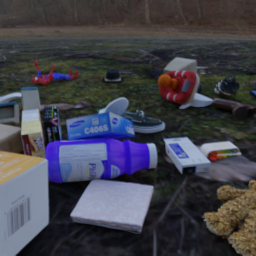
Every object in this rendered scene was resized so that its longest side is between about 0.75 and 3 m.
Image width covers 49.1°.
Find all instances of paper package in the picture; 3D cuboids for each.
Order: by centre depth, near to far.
[{"bbox_3d":[-3.740,0.445,7.747,1.241,0.674,1.302,9,25,22],"label":"paper package"}]

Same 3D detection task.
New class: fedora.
[{"bbox_3d":[-0.895,-3.067,16.338,1.399,0.639,1.399,0,23,0],"label":"fedora"}]

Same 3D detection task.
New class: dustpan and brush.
[{"bbox_3d":[2.731,-1.096,11.962,1.577,0.451,1.101,-12,33,-42],"label":"dustpan and brush"}]

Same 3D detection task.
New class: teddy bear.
[{"bbox_3d":[2.317,1.531,5.110,2.058,0.687,1.492,-9,26,-20],"label":"teddy bear"}]

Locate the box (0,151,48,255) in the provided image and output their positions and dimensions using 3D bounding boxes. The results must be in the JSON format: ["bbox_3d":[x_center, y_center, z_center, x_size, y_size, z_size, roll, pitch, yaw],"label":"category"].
[{"bbox_3d":[-2.994,1.187,4.684,2.758,1.344,1.716,7,14,15],"label":"box"}]

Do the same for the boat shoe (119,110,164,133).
[{"bbox_3d":[0.309,-0.262,9.438,1.865,0.662,0.672,5,23,3],"label":"boat shoe"}]

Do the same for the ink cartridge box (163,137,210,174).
[{"bbox_3d":[1.531,0.714,7.593,0.767,0.302,1.542,-4,24,-9],"label":"ink cartridge box"}]

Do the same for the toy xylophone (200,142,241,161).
[{"bbox_3d":[2.560,0.668,7.710,1.141,0.287,0.836,-2,22,-4],"label":"toy xylophone"}]

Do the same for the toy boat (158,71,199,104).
[{"bbox_3d":[1.909,-1.865,11.977,1.402,1.400,2.145,17,4,-24],"label":"toy boat"}]

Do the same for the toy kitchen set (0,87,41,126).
[{"bbox_3d":[-4.140,-0.848,8.903,2.395,1.411,1.919,-10,-8,-21],"label":"toy kitchen set"}]

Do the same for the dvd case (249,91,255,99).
[{"bbox_3d":[6.913,-1.466,13.061,2.018,0.177,1.440,2,21,5],"label":"dvd case"}]

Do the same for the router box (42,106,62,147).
[{"bbox_3d":[-2.217,0.039,8.264,0.426,1.028,1.372,-7,23,-12],"label":"router box"}]

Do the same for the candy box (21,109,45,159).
[{"bbox_3d":[-2.574,0.275,7.636,0.507,1.059,1.834,-8,24,-17],"label":"candy box"}]

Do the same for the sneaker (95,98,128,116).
[{"bbox_3d":[-0.562,-0.586,8.870,1.345,0.495,0.793,-40,23,17],"label":"sneaker"}]

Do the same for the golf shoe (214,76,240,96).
[{"bbox_3d":[4.417,-1.767,12.851,1.018,0.838,2.155,-29,-6,35],"label":"golf shoe"}]

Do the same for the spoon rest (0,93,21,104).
[{"bbox_3d":[-4.903,-0.917,10.910,2.661,0.807,1.322,-2,23,-7],"label":"spoon rest"}]

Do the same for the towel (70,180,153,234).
[{"bbox_3d":[-0.273,1.527,5.709,1.411,0.227,1.347,5,24,12],"label":"towel"}]

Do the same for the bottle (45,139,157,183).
[{"bbox_3d":[-0.594,0.735,6.515,2.478,1.035,0.809,-3,52,-8],"label":"bottle"}]

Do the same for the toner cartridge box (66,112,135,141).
[{"bbox_3d":[-0.612,0.047,7.397,1.094,0.497,2.304,-11,-7,13],"label":"toner cartridge box"}]

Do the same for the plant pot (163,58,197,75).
[{"bbox_3d":[2.684,-2.783,14.839,1.260,1.423,1.421,-28,34,-30],"label":"plant pot"}]

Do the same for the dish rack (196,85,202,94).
[{"bbox_3d":[2.608,-1.897,13.747,1.700,0.464,1.304,-7,22,-15],"label":"dish rack"}]

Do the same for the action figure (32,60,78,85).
[{"bbox_3d":[-4.239,-3.260,15.939,0.943,1.430,2.889,17,30,36],"label":"action figure"}]

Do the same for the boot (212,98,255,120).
[{"bbox_3d":[3.891,-0.830,10.993,1.571,0.542,1.686,-2,21,-43],"label":"boot"}]
